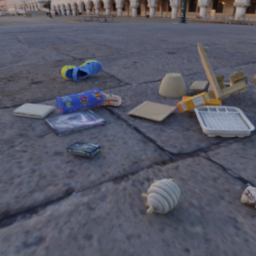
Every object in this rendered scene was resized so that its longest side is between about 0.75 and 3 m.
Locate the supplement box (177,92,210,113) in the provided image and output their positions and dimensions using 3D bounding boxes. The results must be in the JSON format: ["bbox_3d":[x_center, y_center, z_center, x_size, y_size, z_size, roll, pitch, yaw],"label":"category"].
[{"bbox_3d":[2.662,-1.044,11.449,1.262,0.434,0.420,-18,12,39],"label":"supplement box"}]

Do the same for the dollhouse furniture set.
[{"bbox_3d":[4.901,-2.864,12.329,2.937,2.393,2.793,-22,-6,14],"label":"dollhouse furniture set"}]

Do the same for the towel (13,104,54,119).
[{"bbox_3d":[-4.020,-0.711,11.946,1.470,0.253,0.974,7,29,14],"label":"towel"}]

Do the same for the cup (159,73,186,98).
[{"bbox_3d":[2.273,-2.213,14.160,1.388,0.993,1.388,0,27,0],"label":"cup"}]

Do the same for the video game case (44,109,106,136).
[{"bbox_3d":[-2.092,-0.254,11.073,2.020,0.192,1.443,-15,30,-30],"label":"video game case"}]

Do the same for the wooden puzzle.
[{"bbox_3d":[1.041,-0.679,11.864,1.683,0.313,1.557,11,28,31],"label":"wooden puzzle"}]

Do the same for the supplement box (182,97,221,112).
[{"bbox_3d":[3.164,-0.974,12.146,1.641,0.565,0.546,6,27,15],"label":"supplement box"}]

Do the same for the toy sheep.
[{"bbox_3d":[0.792,1.630,6.635,0.806,0.806,1.168,19,47,33],"label":"toy sheep"}]

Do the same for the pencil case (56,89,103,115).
[{"bbox_3d":[-2.076,-1.123,12.091,2.057,0.803,0.893,-16,5,-31],"label":"pencil case"}]

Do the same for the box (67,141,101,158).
[{"bbox_3d":[-1.415,0.681,8.977,0.880,0.224,0.694,9,17,19],"label":"box"}]

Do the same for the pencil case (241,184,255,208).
[{"bbox_3d":[3.360,1.759,6.618,1.222,0.475,0.547,18,40,33],"label":"pencil case"}]

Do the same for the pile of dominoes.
[{"bbox_3d":[4.487,-1.982,14.647,2.284,0.467,2.931,8,19,18],"label":"pile of dominoes"}]

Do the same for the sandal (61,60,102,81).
[{"bbox_3d":[-2.587,-3.285,16.535,2.483,0.987,1.081,-23,38,-25],"label":"sandal"}]

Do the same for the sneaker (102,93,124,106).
[{"bbox_3d":[-0.855,-1.285,12.874,1.468,0.574,0.567,16,15,26],"label":"sneaker"}]

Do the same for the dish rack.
[{"bbox_3d":[3.559,-0.219,10.677,1.854,0.470,2.161,2,26,2],"label":"dish rack"}]
